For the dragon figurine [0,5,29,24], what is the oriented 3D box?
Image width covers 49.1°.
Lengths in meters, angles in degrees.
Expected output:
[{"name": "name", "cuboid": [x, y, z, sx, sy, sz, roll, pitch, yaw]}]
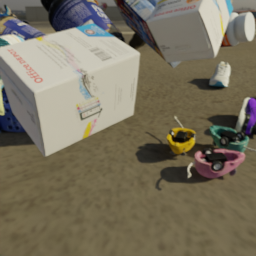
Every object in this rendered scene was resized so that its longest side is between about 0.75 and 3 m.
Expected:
[{"name": "dragon figurine", "cuboid": [-4.002, -3.184, 8.520, 2.185, 1.086, 0.643, 28, -7, 8]}]

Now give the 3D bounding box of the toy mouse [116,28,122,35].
[{"name": "toy mouse", "cuboid": [-0.714, -3.346, 10.398, 1.678, 0.365, 1.888, 31, 50, 22]}]

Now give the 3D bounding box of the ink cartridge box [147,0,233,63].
[{"name": "ink cartridge box", "cuboid": [1.570, -2.765, 6.924, 1.360, 1.337, 1.848, 3, 56, 37]}]

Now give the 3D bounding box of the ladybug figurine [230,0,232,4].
[{"name": "ladybug figurine", "cuboid": [2.558, -4.493, 9.990, 1.011, 1.908, 2.811, 0, 15, -18]}]

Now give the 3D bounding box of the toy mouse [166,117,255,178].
[{"name": "toy mouse", "cuboid": [2.165, 0.583, 6.757, 2.513, 0.547, 2.828, 6, 25, 15]}]

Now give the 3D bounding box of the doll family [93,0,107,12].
[{"name": "doll family", "cuboid": [-1.484, -4.100, 10.169, 1.774, 0.799, 1.101, -29, 26, 49]}]

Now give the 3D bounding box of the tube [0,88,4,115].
[{"name": "tube", "cuboid": [-2.606, -1.073, 4.900, 0.616, 2.122, 0.551, 17, 32, 1]}]

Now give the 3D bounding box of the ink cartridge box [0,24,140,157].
[{"name": "ink cartridge box", "cuboid": [-0.835, -0.612, 4.080, 1.591, 1.151, 1.171, -27, 53, -29]}]

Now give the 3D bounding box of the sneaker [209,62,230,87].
[{"name": "sneaker", "cuboid": [4.364, -2.511, 13.259, 0.865, 0.913, 2.260, 10, 27, 17]}]

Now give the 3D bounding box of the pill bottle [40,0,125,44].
[{"name": "pill bottle", "cuboid": [-1.391, -3.036, 8.196, 1.451, 1.451, 2.595, -28, 77, -46]}]

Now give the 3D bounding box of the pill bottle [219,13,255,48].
[{"name": "pill bottle", "cuboid": [2.750, -2.812, 8.173, 1.588, 0.907, 0.907, 6, 22, 43]}]

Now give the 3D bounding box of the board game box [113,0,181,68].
[{"name": "board game box", "cuboid": [0.833, -3.598, 9.690, 2.984, 0.921, 2.986, 48, 6, 13]}]

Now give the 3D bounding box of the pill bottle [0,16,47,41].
[{"name": "pill bottle", "cuboid": [-2.720, -2.192, 7.931, 2.109, 1.179, 1.179, 28, 30, 7]}]

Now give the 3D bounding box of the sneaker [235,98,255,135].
[{"name": "sneaker", "cuboid": [3.960, -0.291, 8.657, 1.010, 0.706, 2.030, 15, 33, 22]}]

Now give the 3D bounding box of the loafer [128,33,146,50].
[{"name": "loafer", "cuboid": [0.500, -3.778, 12.003, 0.544, 0.614, 1.614, -27, 10, -18]}]

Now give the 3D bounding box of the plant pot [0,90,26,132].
[{"name": "plant pot", "cuboid": [-3.649, -0.537, 8.571, 1.074, 1.194, 1.194, -12, 26, -11]}]

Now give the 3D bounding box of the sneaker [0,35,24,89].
[{"name": "sneaker", "cuboid": [-2.751, -1.111, 5.777, 1.886, 0.722, 0.762, -38, 14, 24]}]
